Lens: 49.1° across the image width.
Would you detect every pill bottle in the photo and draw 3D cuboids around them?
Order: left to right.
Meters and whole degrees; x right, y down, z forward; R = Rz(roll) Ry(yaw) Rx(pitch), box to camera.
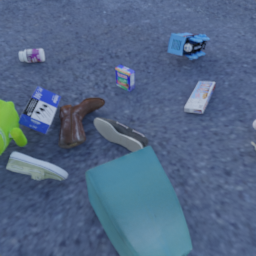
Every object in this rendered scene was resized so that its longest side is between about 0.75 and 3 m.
[{"bbox_3d":[-5.133,-3.836,14.922,1.223,0.686,0.686,-5,47,-4],"label":"pill bottle"}]

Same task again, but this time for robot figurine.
[{"bbox_3d":[-4.912,0.069,9.796,2.562,1.689,2.920,6,29,-4],"label":"robot figurine"}]

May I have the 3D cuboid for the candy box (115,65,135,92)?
[{"bbox_3d":[-0.142,-2.337,13.246,0.872,1.032,0.397,29,53,25],"label":"candy box"}]

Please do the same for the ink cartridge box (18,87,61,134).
[{"bbox_3d":[-3.516,-0.780,11.361,1.094,0.514,2.327,24,30,-17],"label":"ink cartridge box"}]

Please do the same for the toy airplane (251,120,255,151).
[{"bbox_3d":[5.319,0.044,10.389,1.399,1.973,1.982,23,50,35],"label":"toy airplane"}]

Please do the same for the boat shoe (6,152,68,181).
[{"bbox_3d":[-3.062,1.442,9.453,2.015,0.726,0.625,20,67,-4],"label":"boat shoe"}]

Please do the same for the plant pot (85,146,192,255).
[{"bbox_3d":[0.340,2.541,8.012,2.090,2.092,2.959,-20,57,-18],"label":"plant pot"}]

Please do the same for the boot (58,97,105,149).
[{"bbox_3d":[-1.824,-0.195,11.408,2.102,0.724,2.255,-17,44,2],"label":"boot"}]

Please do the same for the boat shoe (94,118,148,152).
[{"bbox_3d":[-0.282,0.217,11.071,2.361,0.789,0.673,30,40,20],"label":"boat shoe"}]

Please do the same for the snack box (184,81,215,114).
[{"bbox_3d":[3.302,-1.434,12.754,0.796,0.269,2.215,9,44,30],"label":"snack box"}]

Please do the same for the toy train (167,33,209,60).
[{"bbox_3d":[3.197,-4.380,14.657,1.585,1.203,2.775,22,29,21],"label":"toy train"}]
